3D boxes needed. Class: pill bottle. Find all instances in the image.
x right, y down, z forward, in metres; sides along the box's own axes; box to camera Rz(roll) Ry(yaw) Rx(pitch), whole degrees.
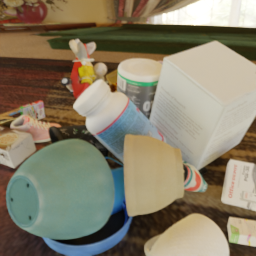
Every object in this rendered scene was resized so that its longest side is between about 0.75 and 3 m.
[{"bbox_3d":[-0.246,-0.058,8.347,1.499,2.756,1.499,-37,22,18],"label":"pill bottle"},{"bbox_3d":[0.376,-0.857,9.876,1.588,2.808,1.588,3,36,-2],"label":"pill bottle"}]

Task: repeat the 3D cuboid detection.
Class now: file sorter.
[{"bbox_3d":[-0.614,1.450,6.909,0.769,1.254,0.870,24,21,37],"label":"file sorter"}]

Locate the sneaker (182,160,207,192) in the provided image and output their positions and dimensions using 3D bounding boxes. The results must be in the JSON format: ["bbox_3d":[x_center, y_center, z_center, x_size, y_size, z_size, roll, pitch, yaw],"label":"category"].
[{"bbox_3d":[1.440,1.306,8.294,1.074,0.809,2.297,29,0,-21],"label":"sneaker"}]

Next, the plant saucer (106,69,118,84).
[{"bbox_3d":[-0.207,-2.195,14.034,1.599,1.599,0.387,-33,15,-24],"label":"plant saucer"}]

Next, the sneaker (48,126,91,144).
[{"bbox_3d":[-1.364,0.547,7.478,0.865,0.498,1.658,-28,79,-37],"label":"sneaker"}]

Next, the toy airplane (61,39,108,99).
[{"bbox_3d":[-2.063,-3.196,14.613,2.104,2.969,2.981,5,25,18],"label":"toy airplane"}]

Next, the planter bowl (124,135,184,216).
[{"bbox_3d":[0.593,1.009,6.237,1.210,1.798,1.798,-4,26,5],"label":"planter bowl"}]

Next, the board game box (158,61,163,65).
[{"bbox_3d":[2.023,-1.245,11.255,0.507,2.465,2.459,-25,37,-36],"label":"board game box"}]

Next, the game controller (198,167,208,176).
[{"bbox_3d":[1.944,1.194,8.894,0.594,0.240,1.138,-22,35,-36],"label":"game controller"}]

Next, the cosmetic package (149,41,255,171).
[{"bbox_3d":[2.339,-0.676,8.480,2.295,2.743,2.281,-24,54,-29],"label":"cosmetic package"}]

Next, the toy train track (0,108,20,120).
[{"bbox_3d":[-5.141,-0.406,11.940,1.609,0.456,2.805,4,20,24],"label":"toy train track"}]

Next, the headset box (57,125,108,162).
[{"bbox_3d":[-1.595,0.602,9.064,1.457,0.776,1.674,-7,36,-23],"label":"headset box"}]

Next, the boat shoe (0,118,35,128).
[{"bbox_3d":[-4.689,0.016,10.532,2.440,0.872,0.802,-18,35,-25],"label":"boat shoe"}]

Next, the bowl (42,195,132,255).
[{"bbox_3d":[-1.040,2.103,6.845,2.311,0.454,2.311,0,27,0],"label":"bowl"}]

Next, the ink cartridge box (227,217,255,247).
[{"bbox_3d":[2.789,2.402,6.415,0.909,0.306,0.532,6,27,12],"label":"ink cartridge box"}]

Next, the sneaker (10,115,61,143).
[{"bbox_3d":[-3.354,-0.015,10.243,1.883,0.984,0.709,-12,42,-24],"label":"sneaker"}]

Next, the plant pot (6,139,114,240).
[{"bbox_3d":[-1.560,1.326,5.722,2.139,2.139,1.441,18,10,32],"label":"plant pot"}]

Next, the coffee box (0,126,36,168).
[{"bbox_3d":[-4.117,0.559,9.286,1.778,0.709,1.017,13,37,27],"label":"coffee box"}]

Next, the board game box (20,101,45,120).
[{"bbox_3d":[-4.077,-0.657,11.988,0.203,0.771,1.007,20,32,34],"label":"board game box"}]

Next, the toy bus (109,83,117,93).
[{"bbox_3d":[-0.614,-1.408,12.755,0.653,1.192,1.263,28,21,24],"label":"toy bus"}]

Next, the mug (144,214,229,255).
[{"bbox_3d":[0.966,2.454,5.546,1.318,1.110,1.503,-17,7,-34],"label":"mug"}]

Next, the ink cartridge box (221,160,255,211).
[{"bbox_3d":[3.262,1.534,7.131,1.541,1.129,0.638,10,-15,18],"label":"ink cartridge box"}]
